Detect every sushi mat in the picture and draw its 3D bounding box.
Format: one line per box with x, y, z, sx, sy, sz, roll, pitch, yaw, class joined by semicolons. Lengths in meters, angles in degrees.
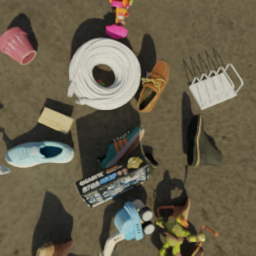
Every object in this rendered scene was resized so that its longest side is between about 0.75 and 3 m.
-2.746;-0.270;10.644;1.308;0.079;0.626;22;82;13;sushi mat

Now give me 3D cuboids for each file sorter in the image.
3.443;-1.661;11.048;1.605;0.999;1.114;-22;71;-7;file sorter

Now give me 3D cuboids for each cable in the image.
-0.911;-2.042;10.869;2.719;0.941;2.718;8;83;-16;cable

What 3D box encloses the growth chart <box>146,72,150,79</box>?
1.116;-2.064;11.690;0.762;0.068;0.551;8;70;3;growth chart

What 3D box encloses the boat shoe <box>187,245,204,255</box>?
1.911;4.571;8.969;0.592;0.593;1.685;40;82;15;boat shoe

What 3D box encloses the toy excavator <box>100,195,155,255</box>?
-0.141;3.336;9.081;1.853;1.802;0.926;-18;27;-18;toy excavator

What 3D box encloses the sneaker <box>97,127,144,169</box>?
-0.290;0.638;10.225;0.822;0.735;2.058;38;77;20;sneaker

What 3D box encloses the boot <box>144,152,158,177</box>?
0.763;1.336;10.300;0.321;0.573;0.829;-1;33;-23;boot

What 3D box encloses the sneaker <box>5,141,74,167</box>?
-3.285;0.843;10.068;2.500;1.024;0.924;-7;71;0;sneaker

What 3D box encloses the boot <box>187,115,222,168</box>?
2.884;0.529;10.313;1.306;0.731;1.888;9;85;-15;boot

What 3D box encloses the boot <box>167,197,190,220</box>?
1.755;2.756;9.771;0.703;0.306;0.845;13;73;3;boot

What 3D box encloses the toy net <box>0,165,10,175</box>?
-4.748;1.343;9.361;0.785;1.497;0.289;45;109;43;toy net

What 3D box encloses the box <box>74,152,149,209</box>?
-0.443;1.788;9.294;2.324;1.847;0.535;-24;65;-8;box

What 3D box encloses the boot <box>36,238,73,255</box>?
-2.439;4.215;8.896;0.526;1.210;1.455;38;111;38;boot

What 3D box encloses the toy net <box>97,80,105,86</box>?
-1.441;-1.913;11.574;0.919;0.178;0.482;33;73;12;toy net

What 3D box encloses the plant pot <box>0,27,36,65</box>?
-4.509;-3.301;11.607;1.266;1.266;1.134;-42;90;-14;plant pot

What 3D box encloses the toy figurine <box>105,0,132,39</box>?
-0.399;-4.708;11.730;1.500;1.840;1.999;12;31;5;toy figurine

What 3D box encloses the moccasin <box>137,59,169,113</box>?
0.887;-1.548;10.470;0.765;0.808;2.093;35;110;16;moccasin

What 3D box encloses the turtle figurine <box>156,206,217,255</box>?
1.551;3.506;8.762;2.224;0.716;1.793;11;82;41;turtle figurine
